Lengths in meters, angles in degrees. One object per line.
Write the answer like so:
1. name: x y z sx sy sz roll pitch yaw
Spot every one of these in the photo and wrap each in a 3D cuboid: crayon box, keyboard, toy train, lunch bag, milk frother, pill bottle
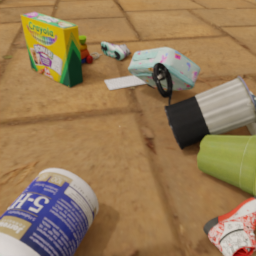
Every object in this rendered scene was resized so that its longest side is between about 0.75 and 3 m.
1. crayon box: -3.184 -3.288 11.714 2.799 2.415 0.816 27 44 31
2. keyboard: 0.333 -2.025 11.941 2.591 0.138 0.729 -13 39 -16
3. toy train: -2.106 -3.782 13.315 0.954 1.304 2.254 26 44 30
4. lunch bag: 1.176 -2.079 10.113 1.927 0.926 2.403 22 -6 -32
5. milk frother: 2.094 -0.969 8.074 2.256 2.399 2.165 -22 32 13
6. pill bottle: -1.766 2.127 5.192 1.537 1.537 2.569 13 38 17

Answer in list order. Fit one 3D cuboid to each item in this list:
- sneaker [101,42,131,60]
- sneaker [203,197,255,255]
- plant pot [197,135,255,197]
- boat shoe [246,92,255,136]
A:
1. sneaker: -0.538 -3.988 14.241 1.144 0.636 1.635 -30 55 -36
2. sneaker: 2.529 2.154 5.993 1.661 0.555 0.890 -19 42 -19
3. plant pot: 2.665 0.806 7.159 1.551 1.634 1.634 11 37 34
4. boat shoe: 4.185 -0.434 9.129 0.854 1.035 2.763 -11 28 3
